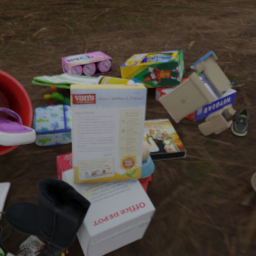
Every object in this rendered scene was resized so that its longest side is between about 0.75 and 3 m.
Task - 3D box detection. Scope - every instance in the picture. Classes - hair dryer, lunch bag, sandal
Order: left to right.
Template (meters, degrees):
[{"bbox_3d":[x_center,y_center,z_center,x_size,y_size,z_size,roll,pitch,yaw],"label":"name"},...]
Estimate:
[{"bbox_3d":[-2.594,2.698,4.950,2.108,0.752,2.767,11,20,21],"label":"hair dryer"},{"bbox_3d":[-3.236,-0.214,6.878,2.953,0.726,1.202,14,12,34],"label":"sandal"},{"bbox_3d":[-2.417,-0.133,9.309,1.351,0.693,1.681,-4,34,-11],"label":"lunch bag"}]

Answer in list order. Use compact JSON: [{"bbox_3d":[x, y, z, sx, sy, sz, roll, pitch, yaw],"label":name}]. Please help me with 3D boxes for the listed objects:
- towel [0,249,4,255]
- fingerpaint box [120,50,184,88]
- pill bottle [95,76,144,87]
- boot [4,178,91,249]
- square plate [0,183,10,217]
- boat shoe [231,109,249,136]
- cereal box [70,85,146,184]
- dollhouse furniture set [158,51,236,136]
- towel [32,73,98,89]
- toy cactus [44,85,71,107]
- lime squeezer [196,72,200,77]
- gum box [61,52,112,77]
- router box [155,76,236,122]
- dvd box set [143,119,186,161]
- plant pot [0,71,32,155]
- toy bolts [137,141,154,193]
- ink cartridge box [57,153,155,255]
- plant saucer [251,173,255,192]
[{"bbox_3d":[-3.217,0.966,4.667,0.425,2.771,2.067,-41,37,-23],"label":"towel"},{"bbox_3d":[1.158,-2.608,12.190,2.334,1.026,2.798,-2,24,16],"label":"fingerpaint box"},{"bbox_3d":[-0.320,-1.408,10.947,1.806,1.032,1.032,11,34,16],"label":"pill bottle"},{"bbox_3d":[-1.473,1.410,4.797,1.475,1.790,0.587,22,53,-1],"label":"boot"},{"bbox_3d":[-3.594,1.872,6.614,1.345,0.191,1.332,-5,33,-7],"label":"square plate"},{"bbox_3d":[3.885,-0.229,9.641,0.499,0.459,1.397,14,35,21],"label":"boat shoe"},{"bbox_3d":[-0.364,0.117,5.003,1.276,1.773,0.350,-1,20,-13],"label":"cereal box"},{"bbox_3d":[2.675,-1.133,9.888,2.240,1.548,2.372,52,48,-3],"label":"dollhouse furniture set"},{"bbox_3d":[-2.369,-1.956,11.605,2.027,0.417,2.717,8,14,12],"label":"towel"},{"bbox_3d":[-2.117,-0.939,10.478,2.010,1.028,1.658,-20,47,-42],"label":"toy cactus"},{"bbox_3d":[3.342,-2.587,13.533,0.775,0.414,2.195,-14,20,41],"label":"lime squeezer"},{"bbox_3d":[-2.083,-3.084,13.828,2.256,0.746,1.280,-18,37,-25],"label":"gum box"},{"bbox_3d":[2.660,-1.263,11.139,2.367,0.578,2.124,-23,39,-31],"label":"router box"},{"bbox_3d":[0.906,0.338,8.927,1.358,0.273,1.856,-4,33,-8],"label":"dvd box set"},{"bbox_3d":[-3.795,-0.441,7.379,2.192,2.192,1.939,-18,14,-26],"label":"plant pot"},{"bbox_3d":[-0.454,0.960,6.825,2.144,1.487,2.048,6,33,9],"label":"toy bolts"},{"bbox_3d":[-0.545,1.467,5.803,1.333,1.327,1.834,-15,51,-23],"label":"ink cartridge box"},{"bbox_3d":[3.682,1.400,6.701,1.363,0.201,1.363,-9,26,4],"label":"plant saucer"}]
